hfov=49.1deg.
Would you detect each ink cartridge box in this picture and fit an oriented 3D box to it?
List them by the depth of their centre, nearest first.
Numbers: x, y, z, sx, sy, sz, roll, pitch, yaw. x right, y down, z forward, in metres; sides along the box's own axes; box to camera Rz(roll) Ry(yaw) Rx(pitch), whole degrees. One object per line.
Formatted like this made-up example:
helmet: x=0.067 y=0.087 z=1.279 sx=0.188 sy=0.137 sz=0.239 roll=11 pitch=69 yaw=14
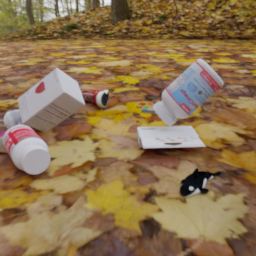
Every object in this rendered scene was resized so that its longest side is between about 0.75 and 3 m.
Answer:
ink cartridge box: x=1.345 y=0.439 z=9.233 sx=1.972 sy=0.429 sz=1.711 roll=-1 pitch=23 yaw=-4

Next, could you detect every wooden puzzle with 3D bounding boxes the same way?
wooden puzzle: x=1.373 y=-0.912 z=12.835 sx=2.180 sy=0.153 sz=1.293 roll=7 pitch=23 yaw=16

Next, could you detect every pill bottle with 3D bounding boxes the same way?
pill bottle: x=-2.893 y=0.625 z=8.022 sx=0.993 sy=0.993 sz=1.769 roll=-15 pitch=26 yaw=-31
pill bottle: x=1.918 y=-1.106 z=9.259 sx=1.199 sy=2.204 sz=1.199 roll=42 pitch=16 yaw=-15

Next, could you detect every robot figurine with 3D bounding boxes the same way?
robot figurine: x=-4.062 y=-0.318 z=10.598 sx=1.366 sy=0.771 sz=1.158 roll=-15 pitch=26 yaw=-32

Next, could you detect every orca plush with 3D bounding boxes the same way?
orca plush: x=1.836 y=1.269 z=7.125 sx=1.401 sy=0.498 sz=0.737 roll=-12 pitch=25 yaw=-26

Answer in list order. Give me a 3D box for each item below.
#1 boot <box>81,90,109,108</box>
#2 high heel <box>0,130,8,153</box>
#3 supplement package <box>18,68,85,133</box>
boot: x=-1.754 y=-1.409 z=13.355 sx=1.477 sy=0.741 sz=2.047 roll=1 pitch=14 yaw=3
high heel: x=-4.352 y=0.450 z=8.787 sx=1.100 sy=0.772 sz=2.293 roll=28 pitch=47 yaw=30
supplement package: x=-2.721 y=-0.928 z=9.897 sx=1.937 sy=1.160 sz=1.174 roll=-33 pitch=59 yaw=16
